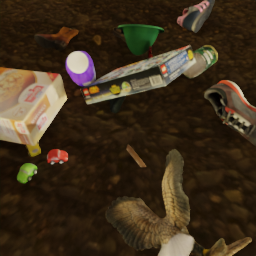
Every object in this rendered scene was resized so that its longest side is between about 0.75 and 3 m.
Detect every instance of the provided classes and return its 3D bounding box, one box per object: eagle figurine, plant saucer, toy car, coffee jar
[{"bbox_3d":[0.745,1.813,5.654,1.875,1.865,2.471,-15,53,-30],"label":"eagle figurine"},{"bbox_3d":[0.191,0.749,7.277,0.130,0.752,0.752,-39,57,-2],"label":"plant saucer"},{"bbox_3d":[-2.447,0.879,7.398,1.356,0.303,1.276,20,52,17],"label":"toy car"},{"bbox_3d":[2.382,-2.224,9.223,0.707,0.864,1.656,55,37,-2],"label":"coffee jar"}]

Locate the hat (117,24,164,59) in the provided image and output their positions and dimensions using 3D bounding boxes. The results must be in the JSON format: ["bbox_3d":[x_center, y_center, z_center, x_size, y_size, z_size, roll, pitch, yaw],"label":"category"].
[{"bbox_3d":[0.421,-2.855,10.708,1.779,1.891,2.148,5,13,9],"label":"hat"}]

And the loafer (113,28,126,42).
[{"bbox_3d":[-0.239,-3.898,11.476,0.376,0.368,1.030,-33,57,-25],"label":"loafer"}]

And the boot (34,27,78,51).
[{"bbox_3d":[-2.882,-3.772,11.303,1.321,0.481,1.404,13,50,11],"label":"boot"}]

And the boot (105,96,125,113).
[{"bbox_3d":[-0.642,-0.944,8.903,0.917,0.414,1.119,15,44,9],"label":"boot"}]

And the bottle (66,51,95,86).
[{"bbox_3d":[-1.330,-1.700,7.929,0.716,2.193,0.916,-16,95,-4],"label":"bottle"}]

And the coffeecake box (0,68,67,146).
[{"bbox_3d":[-3.508,-0.736,8.142,2.697,0.985,2.070,9,47,14],"label":"coffeecake box"}]

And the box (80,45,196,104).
[{"bbox_3d":[0.248,-1.455,7.808,2.744,0.547,1.879,-8,21,40],"label":"box"}]

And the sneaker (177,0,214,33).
[{"bbox_3d":[2.994,-5.107,12.193,1.008,0.862,2.457,26,53,17],"label":"sneaker"}]

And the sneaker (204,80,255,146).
[{"bbox_3d":[3.027,-0.221,7.737,1.052,0.990,2.568,-18,56,-29],"label":"sneaker"}]
